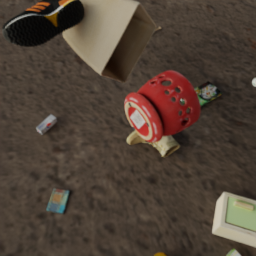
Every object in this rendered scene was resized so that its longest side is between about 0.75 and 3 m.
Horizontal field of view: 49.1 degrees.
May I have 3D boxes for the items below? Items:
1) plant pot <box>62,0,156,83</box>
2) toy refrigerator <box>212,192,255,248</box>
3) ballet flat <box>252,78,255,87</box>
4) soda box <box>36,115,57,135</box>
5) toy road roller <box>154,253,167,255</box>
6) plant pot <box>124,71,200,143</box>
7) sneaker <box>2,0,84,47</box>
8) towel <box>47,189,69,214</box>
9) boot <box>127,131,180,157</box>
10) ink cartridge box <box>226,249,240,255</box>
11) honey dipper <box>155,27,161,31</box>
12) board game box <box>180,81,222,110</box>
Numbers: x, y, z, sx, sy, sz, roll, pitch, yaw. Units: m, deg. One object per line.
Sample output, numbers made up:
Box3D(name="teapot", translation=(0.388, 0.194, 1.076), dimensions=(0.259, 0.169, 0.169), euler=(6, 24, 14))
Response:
Box3D(name="plant pot", translation=(-0.745, -3.257, 9.739), dimensions=(2.147, 2.422, 2.425), euler=(34, 102, 14))
Box3D(name="toy refrigerator", translation=(4.139, 2.957, 8.332), dimensions=(2.901, 1.015, 1.101), euler=(15, 58, 11))
Box3D(name="ballet flat", translation=(4.485, -1.429, 8.689), dimensions=(1.142, 0.396, 0.396), euler=(-6, 55, 15))
Box3D(name="soda box", translation=(-3.156, -0.130, 10.868), dimensions=(0.280, 0.260, 0.821), euler=(32, 62, 20))
Box3D(name="toy road roller", translation=(1.028, 3.995, 7.807), dimensions=(0.611, 0.726, 0.994), euler=(-25, 60, -16))
Box3D(name="plant pot", translation=(0.974, -0.555, 8.574), dimensions=(1.710, 1.878, 1.878), euler=(-33, 62, -21))
Box3D(name="sneaker", translation=(-2.634, -3.255, 8.422), dimensions=(2.595, 0.907, 1.167), euler=(-34, 51, -26))
Box3D(name="towel", translation=(-2.313, 2.414, 9.263), dimensions=(0.580, 0.086, 0.790), euler=(8, 56, 4))
Box3D(name="boot", translation=(0.909, 0.548, 10.229), dimensions=(1.651, 0.601, 1.283), euler=(-20, 58, -17))
Box3D(name="ink cartridge box", translation=(3.134, 4.041, 8.023), dimensions=(0.627, 0.322, 0.849), euler=(-35, 62, -21))
Box3D(name="honey dipper", translation=(1.300, -4.910, 14.157), dimensions=(0.929, 0.176, 0.176), euler=(-32, 62, -22))
Box3D(name="board game box", translation=(3.039, -1.337, 11.739), dimensions=(1.628, 0.191, 0.853), euler=(-29, 63, -18))
